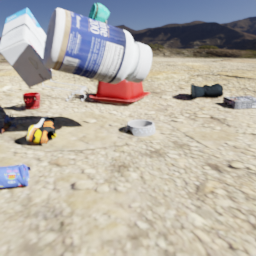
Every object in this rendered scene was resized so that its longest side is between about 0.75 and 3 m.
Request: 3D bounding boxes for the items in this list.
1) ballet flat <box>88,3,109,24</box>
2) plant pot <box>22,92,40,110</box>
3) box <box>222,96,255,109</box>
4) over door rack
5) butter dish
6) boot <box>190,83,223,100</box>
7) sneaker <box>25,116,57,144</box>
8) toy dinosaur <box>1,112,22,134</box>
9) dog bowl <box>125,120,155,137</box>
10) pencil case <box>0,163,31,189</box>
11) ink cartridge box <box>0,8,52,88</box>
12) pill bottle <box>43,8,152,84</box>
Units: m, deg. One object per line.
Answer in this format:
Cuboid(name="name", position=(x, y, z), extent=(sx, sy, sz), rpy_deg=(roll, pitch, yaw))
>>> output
Cuboid(name="ballet flat", position=(-1.266, -3.332, 9.858), extent=(0.729, 2.072, 0.698), rpy_deg=(10, 46, -33))
Cuboid(name="plant pot", position=(-4.513, -1.259, 13.131), extent=(0.786, 0.716, 0.786), rpy_deg=(0, 17, 0))
Cuboid(name="box", position=(5.594, -1.245, 13.630), extent=(1.526, 0.380, 1.203), rpy_deg=(-3, 18, -10))
Cuboid(name="over door rack", position=(-3.382, -2.078, 15.230), extent=(2.340, 0.780, 1.729), rpy_deg=(20, 17, -7))
Cuboid(name="butter dish", position=(-0.402, -2.416, 14.654), extent=(2.660, 1.972, 2.668), rpy_deg=(7, 20, 23))
Cuboid(name="boot", position=(4.283, -2.008, 15.273), extent=(1.739, 0.791, 2.070), rpy_deg=(0, 11, 14))
Cuboid(name="sneaker", position=(-2.677, 0.138, 9.278), extent=(0.784, 0.609, 1.741), rpy_deg=(19, 18, 2))
Cuboid(name="toy dinosaur", position=(-4.515, -0.226, 10.374), extent=(1.057, 0.612, 1.165), rpy_deg=(-7, 20, 41))
Cuboid(name="dog bowl", position=(0.443, -0.017, 9.985), extent=(1.089, 0.319, 1.089), rpy_deg=(-1, 19, 0))
Cuboid(name="pencil case", position=(-2.825, 1.089, 6.200), extent=(1.245, 0.541, 0.486), rpy_deg=(-4, 5, -12))
Cuboid(name="ink cartridge box", position=(-3.478, -2.797, 9.779), extent=(0.956, 1.658, 2.285), rpy_deg=(-21, 47, 6))
Cuboid(name="pill bottle", position=(-0.856, -2.227, 8.244), extent=(2.957, 1.641, 1.641), rpy_deg=(10, 12, -26))
